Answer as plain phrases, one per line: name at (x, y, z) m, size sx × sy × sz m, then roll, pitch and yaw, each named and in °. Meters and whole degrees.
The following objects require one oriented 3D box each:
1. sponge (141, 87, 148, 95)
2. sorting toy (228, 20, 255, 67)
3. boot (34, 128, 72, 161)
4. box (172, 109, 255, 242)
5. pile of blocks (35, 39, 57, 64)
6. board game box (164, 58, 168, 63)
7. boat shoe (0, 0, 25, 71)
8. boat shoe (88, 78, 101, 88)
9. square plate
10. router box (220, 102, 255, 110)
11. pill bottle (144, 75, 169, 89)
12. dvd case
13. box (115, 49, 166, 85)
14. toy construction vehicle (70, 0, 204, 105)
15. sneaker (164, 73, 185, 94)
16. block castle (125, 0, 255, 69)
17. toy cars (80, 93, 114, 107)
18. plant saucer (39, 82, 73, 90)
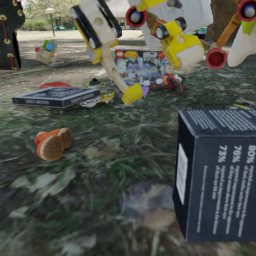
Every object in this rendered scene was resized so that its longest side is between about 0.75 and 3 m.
sponge at (0.548, -1.614, 12.093) m, size 0.570 × 0.153 × 1.023 m, roll 5°, pitch 22°, yaw 10°
sorting toy at (3.590, -2.953, 7.540) m, size 1.521 × 2.563 × 2.847 m, roll 31°, pitch 63°, yaw 6°
boot at (-1.883, 0.385, 6.488) m, size 0.772 × 0.540 × 1.440 m, roll -2°, pitch 13°, yaw 7°
box at (1.884, 0.649, 4.144) m, size 2.241 × 1.658 × 1.169 m, roll 1°, pitch 20°, yaw -1°
pile of blocks at (-1.808, -1.741, 6.118) m, size 0.357 × 0.472 × 1.149 m, roll 17°, pitch 20°, yaw -13°
board game box at (1.832, -2.730, 10.265) m, size 0.970 × 0.125 × 0.969 m, roll -9°, pitch 30°, yaw 26°
boat shoe at (-2.649, -2.496, 5.879) m, size 0.933 × 2.979 × 1.090 m, roll 2°, pitch 47°, yaw -20°
boat shoe at (-1.580, -2.178, 13.262) m, size 0.404 × 0.359 × 1.081 m, roll 8°, pitch 23°, yaw 20°
square plate at (1.464, -3.995, 9.384) m, size 2.501 × 2.525 × 0.359 m, roll -21°, pitch 47°, yaw 13°
router box at (3.715, -0.382, 8.577) m, size 1.115 × 0.370 × 1.418 m, roll -9°, pitch 23°, yaw -23°
pill bottle at (1.272, -2.060, 12.426) m, size 1.052 × 0.559 × 0.559 m, roll -1°, pitch 17°, yaw 36°
dvd case at (-2.662, -1.171, 10.407) m, size 2.605 × 0.322 × 1.958 m, roll 6°, pitch 21°, yaw 32°
box at (0.582, -2.894, 13.343) m, size 2.396 × 1.640 × 0.478 m, roll 6°, pitch 21°, yaw 16°
toy construction vehicle at (0.135, -1.951, 5.453) m, size 2.149 × 2.468 × 0.869 m, roll -33°, pitch 0°, yaw -19°
sneaker at (2.159, -1.955, 12.276) m, size 0.885 × 0.641 × 1.812 m, roll 2°, pitch 24°, yaw -9°
block castle at (1.412, -2.662, 6.451) m, size 2.651 × 1.772 × 1.244 m, roll 27°, pitch 35°, yaw -4°
toy cars at (-1.072, -0.972, 10.210) m, size 0.645 × 0.319 × 1.439 m, roll -5°, pitch 15°, yaw 46°
plant saucer at (-3.292, -1.896, 12.753) m, size 1.135 × 0.209 × 1.137 m, roll 19°, pitch 27°, yaw 40°
